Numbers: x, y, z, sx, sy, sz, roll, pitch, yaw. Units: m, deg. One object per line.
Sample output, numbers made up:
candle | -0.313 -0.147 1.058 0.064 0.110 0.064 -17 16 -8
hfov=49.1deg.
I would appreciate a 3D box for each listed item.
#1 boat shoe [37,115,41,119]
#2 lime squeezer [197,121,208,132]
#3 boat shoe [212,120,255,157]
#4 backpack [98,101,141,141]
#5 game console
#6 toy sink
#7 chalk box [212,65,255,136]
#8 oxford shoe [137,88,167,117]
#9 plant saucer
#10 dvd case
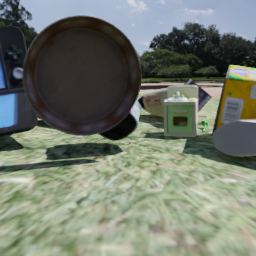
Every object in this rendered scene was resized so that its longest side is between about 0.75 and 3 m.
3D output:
boat shoe | -1.936 -0.700 8.286 2.525 0.917 0.792 -9 -22 34
lime squeezer | 2.039 -0.087 7.664 0.325 0.174 0.921 -8 13 -3
boat shoe | 2.435 0.155 4.829 1.758 0.656 0.815 -8 -10 40
backpack | -0.396 -0.360 5.534 1.253 1.113 0.944 34 44 -17
game console | -3.572 -0.966 5.912 2.899 2.550 1.687 -11 4 -14
toy sink | 1.281 -0.415 6.792 0.765 1.174 0.658 2 12 17
chalk box | 2.734 -0.588 6.178 1.317 1.323 2.127 13 25 18
oxford shoe | 1.057 -0.765 8.976 1.073 1.028 2.906 2 -2 -12
plant saucer | -0.707 -0.806 4.512 1.863 1.863 0.321 -4 17 -18
dvd case | 2.306 -1.141 9.884 1.026 0.763 0.082 41 -2 9
